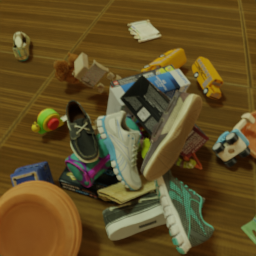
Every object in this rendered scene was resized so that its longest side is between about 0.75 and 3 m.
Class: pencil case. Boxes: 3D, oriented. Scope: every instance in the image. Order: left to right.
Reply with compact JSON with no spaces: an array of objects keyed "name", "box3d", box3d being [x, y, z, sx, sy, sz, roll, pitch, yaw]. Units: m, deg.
[{"name":"pencil case","box3d":[-0.629,0.652,8.370,2.474,1.053,1.143,-39,31,-30]}]

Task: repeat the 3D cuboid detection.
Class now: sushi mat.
[{"name":"sushi mat","box3d":[0.235,1.653,7.903,2.053,0.124,0.982,-11,13,-42]}]

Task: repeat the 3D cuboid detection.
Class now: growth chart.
[{"name":"growth chart","box3d":[0.824,-5.406,15.546,1.596,0.196,2.205,-14,47,-13]}]

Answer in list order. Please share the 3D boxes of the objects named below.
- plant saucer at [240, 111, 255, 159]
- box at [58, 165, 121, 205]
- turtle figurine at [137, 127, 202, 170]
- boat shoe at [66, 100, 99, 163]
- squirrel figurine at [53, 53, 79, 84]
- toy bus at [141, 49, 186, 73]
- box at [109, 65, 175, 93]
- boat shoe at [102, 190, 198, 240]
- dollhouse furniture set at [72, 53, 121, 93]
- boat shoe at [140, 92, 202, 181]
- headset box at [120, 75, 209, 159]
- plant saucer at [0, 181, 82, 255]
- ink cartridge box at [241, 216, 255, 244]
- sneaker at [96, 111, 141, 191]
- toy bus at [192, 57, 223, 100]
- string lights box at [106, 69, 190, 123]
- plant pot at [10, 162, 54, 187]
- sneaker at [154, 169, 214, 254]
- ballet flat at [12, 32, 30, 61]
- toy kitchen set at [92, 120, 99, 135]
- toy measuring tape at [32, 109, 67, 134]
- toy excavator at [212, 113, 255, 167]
[{"name":"plant saucer","box3d":[5.127,0.415,9.561,2.649,0.496,2.649,-2,45,2]},{"name":"box","box3d":[-1.005,1.419,8.682,1.815,0.417,1.443,14,47,14]},{"name":"turtle figurine","box3d":[0.780,0.647,8.714,2.762,0.889,2.227,37,13,35]},{"name":"boat shoe","box3d":[-1.338,0.077,7.844,0.741,0.698,2.063,-16,51,-10]},{"name":"squirrel figurine","box3d":[-2.455,-2.468,11.480,0.856,1.129,1.210,46,35,18]},{"name":"toy bus","box3d":[1.572,-2.674,12.218,0.893,0.742,2.281,3,34,45]},{"name":"box","box3d":[0.527,-1.496,10.806,2.592,1.427,0.450,-20,62,-18]},{"name":"boat shoe","box3d":[0.647,2.142,7.598,2.707,0.957,0.862,-14,50,-12]},{"name":"dollhouse furniture set","box3d":[-1.228,-1.846,10.846,1.968,1.020,0.871,25,39,-36]},{"name":"boat shoe","box3d":[0.920,0.159,6.627,0.734,0.814,2.264,30,91,41]},{"name":"headset box","box3d":[1.268,-0.222,8.860,1.058,2.739,2.038,-46,57,13]},{"name":"plant saucer","box3d":[-2.306,2.486,6.658,2.392,0.448,2.392,-1,84,9]},{"name":"ink cartridge box","box3d":[4.105,2.506,7.529,1.851,0.549,0.961,-23,50,-21]},{"name":"sneaker","box3d":[-0.019,0.574,7.485,0.961,2.219,0.832,-24,-1,17]},{"name":"toy bus","box3d":[3.261,-2.015,11.413,0.613,0.737,1.883,13,42,-31]},{"name":"string lights box","box3d":[0.715,-1.037,10.182,2.855,1.467,0.842,-20,62,-23]},{"name":"plant pot","box3d":[-2.701,1.552,7.894,0.960,0.960,0.863,-15,2,-2]},{"name":"sneaker","box3d":[1.301,1.749,6.797,1.042,0.886,2.285,-15,65,-4]},{"name":"ballet flat","box3d":[-5.387,-4.290,14.000,0.873,0.873,2.470,-11,46,-11]},{"name":"toy kitchen set","box3d":[-1.271,-0.204,10.130,0.778,0.634,0.702,-32,53,-28]},{"name":"toy measuring tape","box3d":[-2.523,-0.459,10.096,0.792,0.792,2.153,33,45,28]},{"name":"toy excavator","box3d":[3.538,0.282,9.279,0.811,1.579,1.624,45,24,-10]}]
